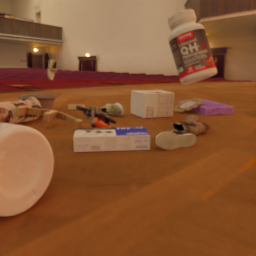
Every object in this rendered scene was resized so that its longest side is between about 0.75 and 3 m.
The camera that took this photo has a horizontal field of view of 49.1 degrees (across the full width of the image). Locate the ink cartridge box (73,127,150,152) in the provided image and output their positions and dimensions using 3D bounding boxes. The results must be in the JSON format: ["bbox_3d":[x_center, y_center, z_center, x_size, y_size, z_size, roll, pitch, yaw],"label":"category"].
[{"bbox_3d":[-0.529,0.341,8.771,2.287,0.506,1.075,-1,14,-6],"label":"ink cartridge box"}]

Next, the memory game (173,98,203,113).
[{"bbox_3d":[3.259,-1.234,15.302,1.734,0.110,1.734,-21,18,7],"label":"memory game"}]

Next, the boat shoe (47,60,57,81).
[{"bbox_3d":[-4.041,-3.085,14.923,0.387,1.132,0.423,3,0,19],"label":"boat shoe"}]

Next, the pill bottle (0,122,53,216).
[{"bbox_3d":[-2.904,0.574,5.373,2.700,1.537,1.537,8,15,32],"label":"pill bottle"}]

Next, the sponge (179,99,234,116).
[{"bbox_3d":[4.271,-1.176,15.668,1.665,0.445,2.985,-5,15,-17],"label":"sponge"}]

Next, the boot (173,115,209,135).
[{"bbox_3d":[2.248,-0.124,10.737,1.179,0.566,1.613,-5,14,-20],"label":"boot"}]

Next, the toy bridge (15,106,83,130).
[{"bbox_3d":[-3.186,-0.481,11.500,2.794,0.380,0.939,13,14,7],"label":"toy bridge"}]

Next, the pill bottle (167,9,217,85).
[{"bbox_3d":[2.459,-3.192,11.157,1.473,2.660,1.473,-17,0,0],"label":"pill bottle"}]

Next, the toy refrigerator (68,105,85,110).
[{"bbox_3d":[-2.952,-1.174,15.990,0.887,0.310,0.337,2,6,5],"label":"toy refrigerator"}]

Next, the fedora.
[{"bbox_3d":[-4.539,-1.192,14.298,2.054,1.049,2.322,-4,7,-25],"label":"fedora"}]

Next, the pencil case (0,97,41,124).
[{"bbox_3d":[-5.020,-0.680,12.055,1.213,1.055,2.712,16,18,25],"label":"pencil case"}]

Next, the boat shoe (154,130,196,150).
[{"bbox_3d":[1.395,0.358,8.707,1.522,0.575,0.459,6,9,-30],"label":"boat shoe"}]

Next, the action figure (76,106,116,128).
[{"bbox_3d":[-1.279,-0.183,10.441,1.651,0.863,1.597,23,3,-11],"label":"action figure"}]

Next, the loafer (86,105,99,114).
[{"bbox_3d":[-1.754,-0.738,13.634,0.567,0.613,1.629,-15,11,-14],"label":"loafer"}]

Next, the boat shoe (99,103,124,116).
[{"bbox_3d":[-0.841,-0.868,14.221,0.558,0.648,1.801,-27,16,-27],"label":"boat shoe"}]

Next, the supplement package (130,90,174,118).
[{"bbox_3d":[1.180,-1.244,14.161,1.656,1.218,1.583,-4,13,-24],"label":"supplement package"}]
